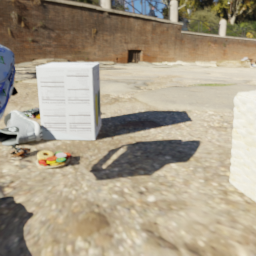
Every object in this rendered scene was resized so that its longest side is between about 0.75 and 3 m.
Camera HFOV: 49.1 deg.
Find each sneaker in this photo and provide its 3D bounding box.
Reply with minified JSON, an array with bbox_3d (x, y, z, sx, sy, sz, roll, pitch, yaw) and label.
[{"bbox_3d":[-4.878,0.018,11.510,2.709,1.016,1.564,16,26,39],"label":"sneaker"}]

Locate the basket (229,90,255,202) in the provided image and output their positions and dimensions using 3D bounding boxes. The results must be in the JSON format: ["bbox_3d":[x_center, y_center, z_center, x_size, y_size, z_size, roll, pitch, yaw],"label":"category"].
[{"bbox_3d":[4.268,0.590,6.551,2.382,2.936,2.962,-10,20,-16],"label":"basket"}]

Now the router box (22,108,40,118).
[{"bbox_3d":[-5.117,-0.831,15.287,0.782,0.324,1.043,8,19,24],"label":"router box"}]

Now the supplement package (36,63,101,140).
[{"bbox_3d":[-2.405,-1.229,12.100,2.236,2.968,2.253,0,17,2],"label":"supplement package"}]

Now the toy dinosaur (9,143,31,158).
[{"bbox_3d":[-3.827,0.841,9.879,0.596,0.449,0.879,21,0,12],"label":"toy dinosaur"}]

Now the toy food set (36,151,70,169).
[{"bbox_3d":[-2.504,1.045,9.375,1.118,0.275,1.130,-2,17,-8],"label":"toy food set"}]

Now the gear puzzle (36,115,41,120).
[{"bbox_3d":[-3.392,-0.730,15.025,2.995,0.392,1.551,-14,24,-31],"label":"gear puzzle"}]

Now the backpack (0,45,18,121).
[{"bbox_3d":[-3.806,-0.930,6.322,2.640,2.033,2.514,16,47,-27],"label":"backpack"}]
